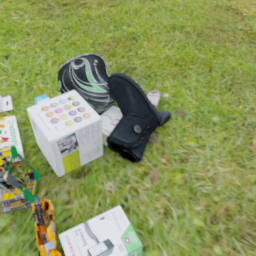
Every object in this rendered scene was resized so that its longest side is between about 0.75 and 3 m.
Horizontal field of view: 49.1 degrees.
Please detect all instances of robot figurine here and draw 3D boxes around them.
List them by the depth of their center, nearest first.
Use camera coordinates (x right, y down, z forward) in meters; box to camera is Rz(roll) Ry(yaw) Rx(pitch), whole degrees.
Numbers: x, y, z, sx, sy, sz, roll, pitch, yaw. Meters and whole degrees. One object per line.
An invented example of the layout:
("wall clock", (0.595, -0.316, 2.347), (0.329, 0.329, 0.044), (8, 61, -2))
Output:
("robot figurine", (-2.291, 2.926, 7.851), (0.581, 1.446, 1.995), (-9, 54, -19))

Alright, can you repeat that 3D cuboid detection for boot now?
("boot", (-0.121, -0.377, 10.452), (2.893, 1.105, 2.431), (47, 51, -16))

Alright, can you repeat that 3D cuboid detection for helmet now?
("helmet", (-1.643, -1.675, 11.858), (2.415, 2.415, 2.303), (-21, 82, -21))

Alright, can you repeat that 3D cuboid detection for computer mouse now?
("computer mouse", (1.014, -0.175, 11.698), (0.634, 0.368, 2.161), (35, 54, 29))

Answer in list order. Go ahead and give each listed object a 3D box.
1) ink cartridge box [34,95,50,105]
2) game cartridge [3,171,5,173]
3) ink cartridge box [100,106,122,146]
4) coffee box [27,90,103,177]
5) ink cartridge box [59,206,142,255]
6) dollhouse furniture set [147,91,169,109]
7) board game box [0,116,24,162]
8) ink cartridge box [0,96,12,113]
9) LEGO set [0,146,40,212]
("ink cartridge box", (-3.244, -0.557, 11.656), (0.542, 0.941, 1.625), (-27, 50, -29))
("game cartridge", (-4.957, 1.197, 10.264), (1.114, 0.330, 1.718), (-13, 39, -19))
("ink cartridge box", (-0.651, -0.072, 11.368), (1.130, 0.662, 1.563), (27, 50, 25))
("coffee box", (-2.212, 0.172, 10.185), (1.932, 1.954, 1.951), (-26, 51, -25))
("ink cartridge box", (-0.756, 3.267, 7.712), (1.910, 0.803, 1.394), (-22, 47, -18))
("dollhouse furniture set", (0.839, -1.316, 12.364), (1.665, 0.813, 1.420), (4, 44, 18))
("board game box", (-4.971, 0.450, 10.568), (1.626, 0.446, 2.575), (-10, 36, -24))
("ink cartridge box", (-6.270, -1.127, 12.462), (1.925, 0.653, 1.108), (-16, 46, -16))
("LEGO set", (-3.833, 1.654, 8.790), (1.244, 2.147, 1.651), (-14, 55, 7))
